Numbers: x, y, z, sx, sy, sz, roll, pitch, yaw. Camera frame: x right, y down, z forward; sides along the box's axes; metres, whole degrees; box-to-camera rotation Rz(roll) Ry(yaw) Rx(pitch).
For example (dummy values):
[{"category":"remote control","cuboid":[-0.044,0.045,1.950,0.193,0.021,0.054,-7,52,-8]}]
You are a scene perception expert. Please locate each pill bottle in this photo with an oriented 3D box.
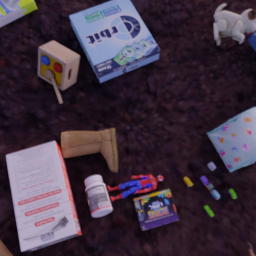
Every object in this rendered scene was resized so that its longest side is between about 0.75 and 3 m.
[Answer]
[{"category":"pill bottle","cuboid":[-0.842,1.865,7.678,0.576,0.576,1.012,-17,61,-7]}]

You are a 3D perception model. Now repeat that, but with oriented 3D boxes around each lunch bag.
[{"category":"lunch bag","cuboid":[3.262,0.337,7.909,1.589,0.969,1.353,-32,72,14]}]

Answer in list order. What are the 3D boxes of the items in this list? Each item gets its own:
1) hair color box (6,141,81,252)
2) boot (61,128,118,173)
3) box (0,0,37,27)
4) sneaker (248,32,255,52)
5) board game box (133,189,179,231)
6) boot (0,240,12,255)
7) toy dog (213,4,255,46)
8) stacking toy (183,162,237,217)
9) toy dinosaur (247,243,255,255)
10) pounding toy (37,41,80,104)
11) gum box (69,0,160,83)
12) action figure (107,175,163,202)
[{"category":"hair color box","cuboid":[-2.303,1.817,7.602,1.422,0.820,2.564,-16,68,-6]},{"category":"boot","cuboid":[-1.117,0.714,8.241,1.610,0.533,1.410,-7,65,0]},{"category":"box","cuboid":[-4.490,-4.426,10.287,1.887,0.450,1.150,-34,71,-13]},{"category":"sneaker","cuboid":[4.756,-2.198,9.139,1.065,0.938,2.388,-30,72,-14]},{"category":"board game box","cuboid":[0.757,2.249,7.705,1.047,0.297,0.865,-15,68,-6]},{"category":"boot","cuboid":[-2.819,3.466,7.055,1.891,0.625,1.656,40,74,15]},{"category":"toy dog","cuboid":[3.607,-3.447,9.295,1.403,0.979,1.361,-3,81,23]},{"category":"stacking toy","cuboid":[2.320,1.715,7.945,0.958,0.298,1.270,-32,74,-10]},{"category":"toy dinosaur","cuboid":[3.005,3.774,6.896,1.234,0.782,1.821,-37,85,-6]},{"category":"pounding toy","cuboid":[-2.241,-1.745,8.850,1.247,1.355,0.963,31,44,12]},{"category":"gum box","cuboid":[-0.498,-3.119,9.684,2.236,0.586,2.631,-24,70,-9]},{"category":"action figure","cuboid":[0.237,1.632,7.871,1.598,0.413,0.523,-14,56,-12]}]
